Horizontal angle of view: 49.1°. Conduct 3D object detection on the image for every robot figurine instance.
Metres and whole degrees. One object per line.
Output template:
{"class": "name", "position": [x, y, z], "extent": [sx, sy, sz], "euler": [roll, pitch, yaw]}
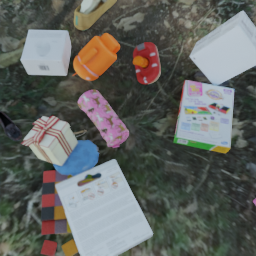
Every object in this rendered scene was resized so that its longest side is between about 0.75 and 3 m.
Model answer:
{"class": "robot figurine", "position": [-1.078, -2.285, 9.269], "extent": [1.768, 1.031, 1.272], "euler": [-41, 34, 16]}

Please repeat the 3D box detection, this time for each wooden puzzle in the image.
{"class": "wooden puzzle", "position": [-1.526, 2.030, 7.866], "extent": [1.747, 0.207, 2.946], "euler": [-5, 64, -2]}

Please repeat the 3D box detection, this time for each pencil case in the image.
{"class": "pencil case", "position": [-0.767, -0.292, 8.657], "extent": [0.788, 0.824, 1.904], "euler": [-35, 69, -10]}

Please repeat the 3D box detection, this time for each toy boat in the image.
{"class": "toy boat", "position": [0.503, -2.144, 9.268], "extent": [0.902, 0.904, 1.383], "euler": [-12, 87, 38]}

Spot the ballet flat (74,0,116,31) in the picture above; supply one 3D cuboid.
{"class": "ballet flat", "position": [-1.169, -4.946, 10.907], "extent": [0.950, 0.873, 2.769], "euler": [25, 66, 11]}

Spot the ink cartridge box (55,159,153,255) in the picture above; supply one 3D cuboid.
{"class": "ink cartridge box", "position": [-0.683, 2.211, 7.410], "extent": [1.840, 0.569, 2.269], "euler": [-23, 64, -14]}

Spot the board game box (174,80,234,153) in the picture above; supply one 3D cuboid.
{"class": "board game box", "position": [2.448, -0.408, 8.929], "extent": [1.656, 0.436, 2.164], "euler": [12, 65, 6]}

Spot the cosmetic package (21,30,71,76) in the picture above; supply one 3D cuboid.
{"class": "cosmetic package", "position": [-2.807, -2.630, 9.782], "extent": [1.380, 0.851, 1.385], "euler": [2, 64, 1]}

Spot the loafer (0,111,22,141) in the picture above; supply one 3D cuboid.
{"class": "loafer", "position": [-3.773, -0.065, 8.808], "extent": [0.412, 0.361, 1.146], "euler": [-37, 70, -16]}

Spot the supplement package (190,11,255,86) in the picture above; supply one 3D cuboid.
{"class": "supplement package", "position": [3.153, -2.432, 8.835], "extent": [1.388, 1.783, 0.988], "euler": [44, 50, -16]}

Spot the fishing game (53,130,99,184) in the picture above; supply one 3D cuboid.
{"class": "fishing game", "position": [-1.521, 0.880, 8.306], "extent": [1.372, 0.298, 1.916], "euler": [-15, 50, -6]}

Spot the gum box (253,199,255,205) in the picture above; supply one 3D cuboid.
{"class": "gum box", "position": [4.252, 2.448, 7.178], "extent": [0.629, 1.080, 1.904], "euler": [-27, 67, -12]}

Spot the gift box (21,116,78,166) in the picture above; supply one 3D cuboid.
{"class": "gift box", "position": [-2.278, 0.348, 7.980], "extent": [1.157, 1.081, 1.068], "euler": [10, 53, 22]}
